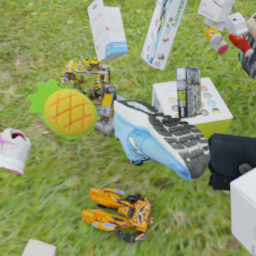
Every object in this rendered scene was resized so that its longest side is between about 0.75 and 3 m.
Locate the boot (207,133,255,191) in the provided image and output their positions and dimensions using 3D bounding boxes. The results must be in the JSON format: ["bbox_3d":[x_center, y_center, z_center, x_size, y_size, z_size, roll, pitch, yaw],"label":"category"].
[{"bbox_3d":[3.018,0.374,6.375,2.431,2.893,1.105,8,26,28],"label":"boot"}]

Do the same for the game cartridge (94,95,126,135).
[{"bbox_3d":[-0.624,-0.543,10.679,1.114,0.330,1.718,33,57,20],"label":"game cartridge"}]

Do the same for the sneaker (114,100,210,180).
[{"bbox_3d":[0.578,0.347,6.014,1.101,1.264,2.810,-2,24,-31],"label":"sneaker"}]

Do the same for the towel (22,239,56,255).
[{"bbox_3d":[-2.464,3.584,7.234,0.836,0.217,1.261,14,52,14],"label":"towel"}]

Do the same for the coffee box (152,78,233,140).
[{"bbox_3d":[1.939,-0.223,9.294,1.951,1.954,1.932,-9,50,-7],"label":"coffee box"}]

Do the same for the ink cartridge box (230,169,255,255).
[{"bbox_3d":[2.693,1.161,4.634,1.910,1.394,0.803,-25,34,-14],"label":"ink cartridge box"}]

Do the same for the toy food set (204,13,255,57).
[{"bbox_3d":[3.182,-2.516,7.734,2.045,0.976,0.920,-24,68,-10],"label":"toy food set"}]

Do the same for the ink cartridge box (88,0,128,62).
[{"bbox_3d":[-0.719,-3.367,9.628,0.653,1.108,1.925,-14,94,-33],"label":"ink cartridge box"}]

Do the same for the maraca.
[{"bbox_3d":[-1.688,-0.487,7.311,1.839,0.984,1.261,33,72,-6],"label":"maraca"}]

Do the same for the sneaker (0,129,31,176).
[{"bbox_3d":[-2.213,0.335,5.283,1.496,0.608,0.660,21,79,45],"label":"sneaker"}]

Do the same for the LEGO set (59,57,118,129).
[{"bbox_3d":[-1.115,-0.855,8.107,1.651,2.147,1.244,9,60,1],"label":"LEGO set"}]

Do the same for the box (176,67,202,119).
[{"bbox_3d":[1.269,-0.725,5.776,0.226,1.020,0.817,1,9,34],"label":"box"}]

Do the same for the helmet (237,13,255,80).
[{"bbox_3d":[4.651,-2.633,8.898,2.415,2.415,2.303,14,23,12],"label":"helmet"}]

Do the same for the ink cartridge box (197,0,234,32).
[{"bbox_3d":[2.975,-4.188,9.424,0.542,1.625,0.941,-13,43,-32],"label":"ink cartridge box"}]

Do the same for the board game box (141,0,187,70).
[{"bbox_3d":[1.143,-3.339,9.103,0.446,2.575,1.626,11,22,-17],"label":"board game box"}]

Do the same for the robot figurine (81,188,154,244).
[{"bbox_3d":[-0.236,2.413,7.973,1.995,0.581,1.446,10,52,9],"label":"robot figurine"}]
